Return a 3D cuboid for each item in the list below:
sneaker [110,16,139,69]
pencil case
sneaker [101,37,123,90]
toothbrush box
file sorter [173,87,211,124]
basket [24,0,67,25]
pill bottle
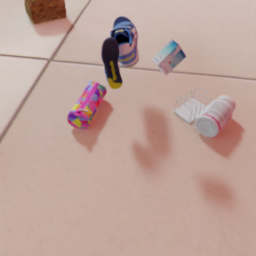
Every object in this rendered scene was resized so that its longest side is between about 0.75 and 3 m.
[{"bbox_3d":[-0.153,-3.122,9.460,0.860,0.957,2.326,-20,55,14],"label":"sneaker"},{"bbox_3d":[-1.406,-0.818,9.771,0.865,0.865,1.956,11,47,10],"label":"pencil case"},{"bbox_3d":[-0.536,-1.994,8.695,0.574,1.553,0.639,-7,17,-6],"label":"sneaker"},{"bbox_3d":[1.151,-1.965,7.886,0.803,0.588,0.342,-42,50,9],"label":"toothbrush box"},{"bbox_3d":[2.273,-0.833,9.869,1.110,0.691,0.770,-33,54,-26],"label":"file sorter"},{"bbox_3d":[-4.426,-6.551,14.767,1.968,1.405,1.466,-20,51,-19],"label":"basket"},{"bbox_3d":[2.960,-0.424,9.376,0.836,0.836,1.474,31,55,26],"label":"pill bottle"}]
